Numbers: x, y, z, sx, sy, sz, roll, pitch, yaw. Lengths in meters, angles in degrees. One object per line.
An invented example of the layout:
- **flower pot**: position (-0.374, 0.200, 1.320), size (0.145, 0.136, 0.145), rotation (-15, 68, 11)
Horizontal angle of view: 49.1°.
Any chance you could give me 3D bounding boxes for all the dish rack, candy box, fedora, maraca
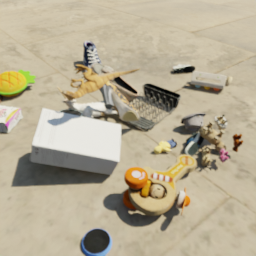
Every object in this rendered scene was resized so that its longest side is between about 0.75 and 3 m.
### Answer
- **dish rack**: position (0.889, -0.964, 12.588), size (2.026, 0.720, 2.641), rotation (25, 45, 32)
- **candy box**: position (-5.690, -0.431, 12.014), size (1.818, 0.555, 1.240), rotation (7, 37, 8)
- **fedora**: position (2.749, -0.204, 11.602), size (1.145, 1.012, 0.517), rotation (4, 64, -37)
- **maraca**: position (-5.678, -2.293, 13.981), size (1.460, 1.139, 2.129), rotation (41, 52, 17)

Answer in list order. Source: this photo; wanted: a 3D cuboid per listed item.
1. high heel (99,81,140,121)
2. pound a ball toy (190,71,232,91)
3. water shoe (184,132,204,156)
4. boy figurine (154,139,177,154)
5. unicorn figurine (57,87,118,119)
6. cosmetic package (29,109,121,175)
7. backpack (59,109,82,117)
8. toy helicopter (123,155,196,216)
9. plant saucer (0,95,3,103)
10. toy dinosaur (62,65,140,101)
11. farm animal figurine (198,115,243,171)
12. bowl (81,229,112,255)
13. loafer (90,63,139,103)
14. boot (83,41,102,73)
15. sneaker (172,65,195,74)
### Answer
- **high heel**: position (-0.290, -1.120, 11.077), size (0.744, 2.085, 1.486), rotation (-33, 53, 26)
- **pound a ball toy**: position (4.338, -2.403, 14.574), size (1.959, 0.832, 1.277), rotation (13, 14, 17)
- **water shoe**: position (2.450, 0.653, 10.802), size (0.531, 0.481, 1.346), rotation (-3, 28, 46)
- **boy figurine**: position (1.416, 0.737, 10.694), size (0.973, 0.313, 0.605), rotation (-23, 46, -26)
- **unicorn figurine**: position (-1.431, -0.819, 11.934), size (2.844, 1.050, 1.954), rotation (2, 19, -46)
- **cosmetic package**: position (-1.691, 0.500, 9.431), size (2.778, 1.127, 1.567), rotation (14, 51, -13)
- **backpack**: position (-2.479, -0.213, 11.354), size (1.169, 0.992, 1.317), rotation (12, 35, 18)
- **toy helicopter**: position (1.338, 1.711, 8.796), size (1.965, 1.172, 2.972), rotation (28, 41, 32)
- **plant saucer**: position (-7.244, -1.414, 13.439), size (2.260, 0.413, 2.260), rotation (1, 37, -1)
- **toy dinosaur**: position (-1.013, -1.518, 9.047), size (2.529, 0.764, 1.343), rotation (-30, 58, -21)
- **farm animal figurine**: position (3.203, 0.558, 10.396), size (1.763, 0.919, 1.743), rotation (-23, 66, -13)
- **bowl**: position (-0.865, 3.137, 7.671), size (0.835, 0.164, 0.835), rotation (0, 37, 0)
- **loafer**: position (-0.521, -2.023, 11.954), size (2.354, 0.740, 0.846), rotation (38, 60, -15)
- **boot**: position (-2.070, -3.863, 15.883), size (1.053, 1.307, 2.894), rotation (-13, 39, -16)
- **sneaker**: position (3.171, -3.426, 15.994), size (1.309, 0.485, 0.579), rotation (-4, 40, -6)
